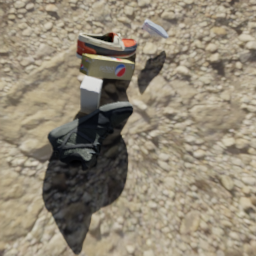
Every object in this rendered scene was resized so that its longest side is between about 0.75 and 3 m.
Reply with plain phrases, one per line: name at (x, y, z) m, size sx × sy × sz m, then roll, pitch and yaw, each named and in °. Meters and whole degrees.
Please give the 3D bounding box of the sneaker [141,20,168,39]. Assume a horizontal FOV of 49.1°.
sneaker at (0.988, -3.608, 10.468) m, size 1.126 × 0.399 × 0.411 m, roll 23°, pitch 48°, yaw -29°

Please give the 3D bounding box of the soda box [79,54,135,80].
soda box at (-0.674, -2.016, 9.373) m, size 1.836 × 0.622 × 0.588 m, roll -4°, pitch 27°, yaw -42°

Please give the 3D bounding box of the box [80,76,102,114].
box at (-1.211, -0.993, 9.017) m, size 0.601 × 1.462 × 0.500 m, roll 16°, pitch 62°, yaw -4°

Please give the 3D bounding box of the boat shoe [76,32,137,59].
boat shoe at (-0.660, -2.951, 9.825) m, size 2.558 × 0.800 × 0.910 m, roll -17°, pitch 44°, yaw -35°

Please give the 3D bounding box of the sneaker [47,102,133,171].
sneaker at (-0.934, 0.327, 8.769) m, size 2.859 × 1.093 × 1.638 m, roll -26°, pitch 71°, yaw -7°
